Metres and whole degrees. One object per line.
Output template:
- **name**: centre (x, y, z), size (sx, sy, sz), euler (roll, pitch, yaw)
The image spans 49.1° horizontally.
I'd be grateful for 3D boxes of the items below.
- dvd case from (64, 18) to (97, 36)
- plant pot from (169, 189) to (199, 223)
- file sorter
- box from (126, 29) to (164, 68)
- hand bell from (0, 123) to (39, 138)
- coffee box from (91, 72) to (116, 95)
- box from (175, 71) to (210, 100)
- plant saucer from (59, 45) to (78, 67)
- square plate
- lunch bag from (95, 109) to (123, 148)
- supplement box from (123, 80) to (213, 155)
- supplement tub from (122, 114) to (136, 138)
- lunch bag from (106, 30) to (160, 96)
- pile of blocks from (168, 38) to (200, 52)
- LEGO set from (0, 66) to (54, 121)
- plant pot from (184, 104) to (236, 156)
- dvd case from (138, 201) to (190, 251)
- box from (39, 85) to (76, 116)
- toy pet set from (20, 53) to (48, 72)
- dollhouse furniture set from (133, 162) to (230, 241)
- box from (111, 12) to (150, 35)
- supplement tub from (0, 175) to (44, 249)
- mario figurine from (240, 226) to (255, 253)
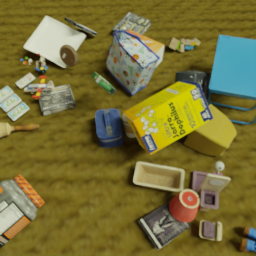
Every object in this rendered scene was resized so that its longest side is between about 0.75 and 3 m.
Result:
- **dvd case**: centre (-2.168, -4.634, 12.846), size (0.968, 1.289, 0.159), euler (38, 108, 34)
- **plant pot**: centre (1.759, 2.325, 8.536), size (0.872, 0.772, 0.872), euler (6, 49, -6)
- **file sorter**: centre (4.108, -1.813, 10.647), size (1.969, 1.741, 2.838), euler (13, 59, 12)
- **box**: centre (0.453, -3.294, 12.121), size (1.841, 0.897, 1.145), euler (30, 60, 18)
- **hand bell**: centre (-4.106, 0.007, 10.254), size (1.610, 0.838, 0.838), euler (-7, 57, -18)
- **coffee box**: centre (-0.860, -1.534, 9.603), size (0.242, 0.676, 1.099), euler (-52, 27, 7)
- **box**: centre (2.363, -1.527, 10.373), size (0.780, 1.106, 1.495), euler (14, 17, 33)
- **plant saucer**: centre (-2.485, -2.969, 11.583), size (0.932, 0.932, 0.137), euler (23, 41, 14)
- **square plate**: centre (-3.201, -3.765, 12.358), size (2.003, 0.285, 1.984), euler (26, 68, -2)
- **lunch bag**: centre (-0.682, -0.064, 10.066), size (0.923, 0.899, 1.359), euler (-8, 58, -5)
- **supplement box**: centre (1.241, -0.392, 8.919), size (2.334, 1.270, 1.278), euler (-30, 19, -5)
- **supplement tub**: centre (0.122, -0.121, 10.069), size (0.599, 0.828, 0.599), euler (-6, 36, 4)
- **lunch bag**: centre (0.047, -2.626, 11.019), size (1.991, 1.693, 1.233), euler (44, 54, 14)
- **pile of blocks**: centre (2.503, -3.779, 12.792), size (1.531, 0.629, 0.476), euler (-3, 14, -13)
- **LEGO set**: centre (-4.045, -1.580, 11.064), size (2.392, 0.587, 1.787), euler (-41, 58, -17)
- **plant pot**: centre (2.922, 0.242, 9.728), size (1.300, 1.271, 1.263), euler (35, 64, 13)
- **dvd case**: centre (1.105, 2.920, 8.500), size (1.313, 0.105, 0.976), euler (-24, 60, -28)
- **box**: centre (-2.834, -1.110, 11.069), size (1.316, 0.318, 1.043), euler (-16, 58, -12)
- **toy pet set**: centre (-3.856, -2.611, 11.710), size (0.919, 0.858, 0.488), euler (-13, 78, 14)
- **dollhouse furniture set**: centre (1.485, 1.795, 8.227), size (2.801, 1.988, 2.219), euler (10, 58, 6)
- **box**: centre (0.157, -4.809, 13.417), size (1.274, 0.388, 1.580), euler (26, 61, 17)
- **supplement tub**: centre (-3.749, 2.564, 8.041), size (1.483, 1.483, 2.420), euler (39, 64, 22)
- **mario figurine**: centre (4.203, 3.556, 8.015), size (1.847, 0.979, 1.140), euler (16, 94, 22)
